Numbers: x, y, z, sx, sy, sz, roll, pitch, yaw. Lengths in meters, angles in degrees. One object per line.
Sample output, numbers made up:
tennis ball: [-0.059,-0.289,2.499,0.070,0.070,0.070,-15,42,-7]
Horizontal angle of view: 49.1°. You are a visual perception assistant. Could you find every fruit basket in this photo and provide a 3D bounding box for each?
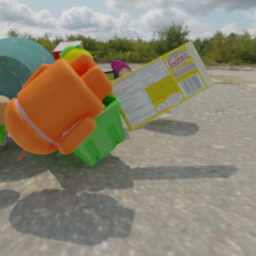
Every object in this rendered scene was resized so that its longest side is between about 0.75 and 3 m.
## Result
fruit basket: [-1.457,-0.686,7.591,2.076,2.878,2.878,-38,29,-17]

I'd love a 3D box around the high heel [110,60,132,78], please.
high heel: [0.025,-2.071,11.670,0.632,1.876,0.900,-40,40,9]

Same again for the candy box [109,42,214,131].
candy box: [0.897,-1.152,7.658,2.734,1.397,0.361,-29,-1,-11]

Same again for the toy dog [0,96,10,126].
toy dog: [-3.769,-0.776,5.639,1.370,2.844,1.876,-47,44,-4]

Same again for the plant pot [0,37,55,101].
plant pot: [-3.585,-1.374,8.684,2.860,2.860,2.295,-3,16,-11]

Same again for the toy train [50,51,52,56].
toy train: [-2.820,-1.785,10.302,0.818,1.119,1.933,-35,-3,-41]

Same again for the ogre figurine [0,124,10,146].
ogre figurine: [-3.982,0.162,7.057,2.215,1.328,1.087,-27,-11,-44]

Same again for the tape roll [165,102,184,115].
tape roll: [1.450,-1.584,11.654,1.333,1.941,1.941,11,19,32]

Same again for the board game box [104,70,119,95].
board game box: [-1.305,-1.464,10.858,2.107,1.264,0.340,-4,4,20]

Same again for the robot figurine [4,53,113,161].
robot figurine: [-1.518,-0.442,5.870,2.449,1.761,1.428,-40,10,0]

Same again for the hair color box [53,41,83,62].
hair color box: [-2.308,-2.952,10.990,0.949,0.572,1.869,-5,27,-1]
